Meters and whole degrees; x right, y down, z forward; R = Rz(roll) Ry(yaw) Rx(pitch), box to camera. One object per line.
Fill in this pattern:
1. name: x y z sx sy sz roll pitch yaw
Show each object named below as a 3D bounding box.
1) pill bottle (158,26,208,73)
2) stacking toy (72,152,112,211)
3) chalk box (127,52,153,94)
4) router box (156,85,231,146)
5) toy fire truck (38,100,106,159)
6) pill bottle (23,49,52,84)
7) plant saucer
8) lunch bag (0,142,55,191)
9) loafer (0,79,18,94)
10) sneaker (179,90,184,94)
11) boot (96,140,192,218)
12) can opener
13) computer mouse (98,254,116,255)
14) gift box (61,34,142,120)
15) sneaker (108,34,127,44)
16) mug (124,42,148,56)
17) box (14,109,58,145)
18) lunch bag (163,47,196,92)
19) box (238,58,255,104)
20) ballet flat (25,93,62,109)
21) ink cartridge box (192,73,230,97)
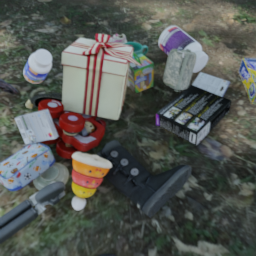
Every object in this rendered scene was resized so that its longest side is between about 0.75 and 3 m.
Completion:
1. pill bottle: 2.865 -4.029 14.499 1.433 1.433 2.573 -26 58 -23
2. stacking toy: -1.368 1.791 9.078 1.330 1.330 1.821 15 90 14
3. chalk box: 0.481 -2.709 13.074 1.075 1.736 1.080 -23 51 -18
4. router box: 2.761 -0.641 11.765 2.001 0.685 2.683 30 53 32
5. toy fire truck: -2.103 -0.162 10.991 2.768 1.552 2.324 31 35 26
6. pill bottle: -3.191 -2.188 9.960 0.798 1.424 0.798 10 71 -28
7. plant saucer: -2.747 1.672 9.903 1.251 0.314 1.251 0 46 0
8. lunch bag: -3.602 1.260 9.827 1.954 0.738 1.565 -36 31 -31
9. loafer: -5.722 -1.841 13.216 1.470 0.528 0.463 30 72 33
10. sneaker: 2.651 -1.957 13.366 0.524 0.343 0.907 -6 46 -9
11. boot: 0.417 1.383 9.844 2.373 0.945 2.880 -33 50 -30
12. can opener: -3.202 2.534 8.754 2.708 0.900 0.713 -36 56 -24
13. computer mouse: -1.275 3.955 7.671 2.231 0.380 0.654 -13 48 -11
14. gift box: -0.991 -2.233 11.499 2.963 2.766 2.734 7 31 -2
15. sneaker: -0.780 -5.069 16.120 1.467 0.647 0.597 -17 48 -15
16. mug: 0.295 -3.886 14.831 1.377 0.851 1.131 10 43 8
17. box: -3.275 -0.018 9.991 1.366 1.065 0.281 -11 17 25
18. lunch bag: 2.231 -2.515 11.981 1.224 1.757 1.473 13 18 -3
19. box: 6.073 -2.270 13.313 0.913 0.838 2.607 2 46 1
20. ballet flat: -3.688 -1.203 12.382 1.659 0.551 0.471 -19 41 -20
21. ink cartridge box: 3.876 -1.926 13.341 1.537 0.333 1.509 24 51 19
